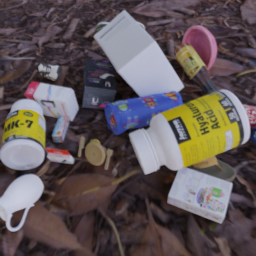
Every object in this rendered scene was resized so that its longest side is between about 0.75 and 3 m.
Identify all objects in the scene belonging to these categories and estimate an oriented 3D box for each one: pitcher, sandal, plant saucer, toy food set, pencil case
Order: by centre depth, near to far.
[{"bbox_3d":[-2.938,2.019,7.686,0.810,1.146,1.336,-6,23,39],"label":"pitcher"},{"bbox_3d":[2.293,0.956,8.866,2.309,0.623,0.927,35,57,22],"label":"sandal"},{"bbox_3d":[-1.032,0.799,9.019,1.221,0.843,0.245,23,21,23],"label":"toy food set"},{"bbox_3d":[0.584,-0.520,9.789,2.820,1.225,1.100,-12,54,-22],"label":"pencil case"},{"bbox_3d":[3.152,-3.426,12.236,0.514,2.030,2.030,-18,47,-22],"label":"plant saucer"}]

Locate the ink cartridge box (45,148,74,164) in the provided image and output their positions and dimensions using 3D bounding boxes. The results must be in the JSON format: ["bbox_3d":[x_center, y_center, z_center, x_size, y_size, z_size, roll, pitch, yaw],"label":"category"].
[{"bbox_3d":[-2.167,0.888,8.767,0.784,0.681,0.171,6,62,13],"label":"ink cartridge box"}]

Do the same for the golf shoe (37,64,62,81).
[{"bbox_3d":[-3.349,-2.354,11.756,0.783,0.644,1.658,18,-7,-34],"label":"golf shoe"}]

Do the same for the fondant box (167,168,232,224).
[{"bbox_3d":[2.057,1.883,8.062,1.576,0.459,1.137,17,50,19],"label":"fondant box"}]

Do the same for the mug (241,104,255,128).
[{"bbox_3d":[3.965,-0.334,10.242,1.361,1.208,0.908,7,9,1],"label":"mug"}]

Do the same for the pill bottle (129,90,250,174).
[{"bbox_3d":[1.403,0.167,6.772,2.582,1.437,1.437,-22,47,-3],"label":"pill bottle"}]

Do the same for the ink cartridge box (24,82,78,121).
[{"bbox_3d":[-2.812,-0.979,10.423,1.627,1.201,0.697,13,58,13],"label":"ink cartridge box"}]

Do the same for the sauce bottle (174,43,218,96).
[{"bbox_3d":[2.881,-2.400,11.755,0.863,0.863,2.613,-20,65,-19],"label":"sauce bottle"}]

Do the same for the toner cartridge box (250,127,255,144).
[{"bbox_3d":[5.308,0.919,8.982,1.271,0.577,2.675,-13,46,-11],"label":"toner cartridge box"}]

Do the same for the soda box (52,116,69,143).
[{"bbox_3d":[-2.415,0.043,10.048,0.357,0.332,1.044,3,44,3],"label":"soda box"}]

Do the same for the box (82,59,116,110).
[{"bbox_3d":[-1.181,-1.748,11.209,1.217,1.056,1.991,6,43,-12],"label":"box"}]

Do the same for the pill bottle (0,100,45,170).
[{"bbox_3d":[-3.407,0.154,9.241,1.289,1.289,2.256,-8,43,-8],"label":"pill bottle"}]

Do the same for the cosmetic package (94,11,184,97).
[{"bbox_3d":[0.419,-2.526,10.709,1.639,2.658,2.666,-37,49,10],"label":"cosmetic package"}]

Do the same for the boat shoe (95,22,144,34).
[{"bbox_3d":[-0.460,-5.067,14.853,2.628,0.937,0.791,3,49,11],"label":"boat shoe"}]
